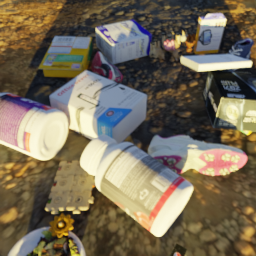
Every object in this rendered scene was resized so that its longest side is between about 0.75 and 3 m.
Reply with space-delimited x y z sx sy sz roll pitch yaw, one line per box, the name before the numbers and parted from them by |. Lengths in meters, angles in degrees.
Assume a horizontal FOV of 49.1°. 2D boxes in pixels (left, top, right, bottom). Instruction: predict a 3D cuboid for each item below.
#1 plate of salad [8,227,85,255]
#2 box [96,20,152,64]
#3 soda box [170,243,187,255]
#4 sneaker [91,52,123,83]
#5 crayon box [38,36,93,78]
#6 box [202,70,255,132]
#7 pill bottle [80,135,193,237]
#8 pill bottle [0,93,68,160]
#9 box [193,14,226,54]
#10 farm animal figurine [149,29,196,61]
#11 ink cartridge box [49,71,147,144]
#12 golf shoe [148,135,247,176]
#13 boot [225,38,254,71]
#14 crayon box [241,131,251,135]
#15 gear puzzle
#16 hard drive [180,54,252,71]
plate of salad | -1.928 3.114 6.389 1.897 0.456 1.897 0 44 0
box | -0.232 -4.178 13.464 2.082 1.092 1.915 -19 48 -20
soda box | 1.046 3.154 6.465 0.316 0.283 0.894 24 50 22
sneaker | -0.980 -2.546 12.101 0.795 0.859 2.130 8 35 -36
crayon box | -2.717 -3.121 12.623 1.817 0.746 2.891 2 43 3
box | 4.224 -0.969 9.742 2.773 1.194 2.271 6 36 1
pill bottle | 0.124 1.337 7.290 2.773 1.535 1.535 33 53 24
pill bottle | -3.548 -0.186 8.939 2.904 1.618 1.618 19 47 18
box | 3.801 -4.424 13.106 1.157 1.943 0.403 -6 44 -6
farm animal figurine | 2.011 -3.745 13.119 2.174 1.134 2.150 -8 32 2
ink cartridge box | -1.037 -0.715 9.826 2.772 1.169 2.024 25 49 24
golf shoe | 2.020 0.693 8.477 2.938 1.106 1.344 1 41 0
boot | 4.479 -3.065 12.253 2.526 1.141 0.919 -32 54 -29
crayon box | 4.095 -0.165 9.929 0.681 0.230 0.789 -31 50 -28
gear puzzle | -1.522 1.875 7.684 1.284 0.325 2.479 -4 39 7
hard drive | 3.255 -2.469 10.516 2.145 0.286 1.415 -6 27 -15
